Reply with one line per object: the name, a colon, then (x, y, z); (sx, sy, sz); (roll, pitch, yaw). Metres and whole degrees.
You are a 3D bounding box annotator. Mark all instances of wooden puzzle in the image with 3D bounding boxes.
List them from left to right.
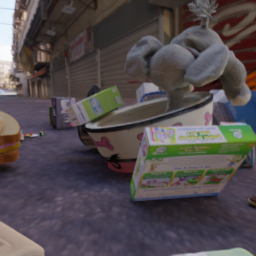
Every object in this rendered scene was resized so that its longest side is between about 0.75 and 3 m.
wooden puzzle: (-2.215, 1.153, 2.427); (2.042, 0.411, 2.207); (7, 5, 39)

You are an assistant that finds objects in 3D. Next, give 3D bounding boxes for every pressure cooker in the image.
pressure cooker: (-0.618, 0.011, 7.525); (1.182, 1.040, 1.056); (-2, 33, 32)

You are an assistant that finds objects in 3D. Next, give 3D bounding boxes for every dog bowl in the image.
dog bowl: (0.522, 0.052, 6.070); (2.762, 1.019, 2.762); (-15, 10, 3)

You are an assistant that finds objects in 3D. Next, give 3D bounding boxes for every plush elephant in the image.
plush elephant: (1.158, -1.138, 5.684); (2.054, 2.494, 1.931); (22, 53, 38)

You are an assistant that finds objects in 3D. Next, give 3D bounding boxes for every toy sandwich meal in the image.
toy sandwich meal: (-3.619, 0.384, 5.379); (2.915, 0.998, 2.915); (-3, 29, 2)

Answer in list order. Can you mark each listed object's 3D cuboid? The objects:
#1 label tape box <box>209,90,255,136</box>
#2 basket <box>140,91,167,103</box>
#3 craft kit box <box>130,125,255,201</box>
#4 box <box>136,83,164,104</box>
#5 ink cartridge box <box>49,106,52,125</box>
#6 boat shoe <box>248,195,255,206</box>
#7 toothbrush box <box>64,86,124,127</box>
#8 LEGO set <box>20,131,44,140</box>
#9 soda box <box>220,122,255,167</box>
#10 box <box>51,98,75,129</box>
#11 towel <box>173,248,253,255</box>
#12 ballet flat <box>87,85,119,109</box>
label tape box: (3.288, -0.345, 8.587); (0.679, 1.546, 2.144); (-36, 17, -12)
basket: (1.245, -0.529, 10.010); (2.025, 1.597, 2.296); (1, 6, 4)
craft kit box: (0.800, 0.523, 3.839); (1.396, 1.379, 0.339); (-1, 52, -12)
box: (1.485, -1.450, 15.382); (1.715, 1.706, 1.121); (-2, -15, -22)
ink cartridge box: (-2.510, -0.664, 13.760); (1.738, 0.891, 2.351); (2, 6, 15)
boat shoe: (2.101, 0.981, 3.901); (0.787, 0.283, 0.284); (3, 8, 22)
toothbrush box: (-0.802, -0.491, 6.531); (1.146, 0.493, 0.834); (-29, 9, -20)
LEGO set: (-3.642, 0.197, 9.344); (1.557, 0.382, 1.163); (-1, 8, 15)
soda box: (2.622, 0.329, 6.914); (0.697, 0.750, 2.192); (2, 8, 18)
box: (-2.727, -0.624, 11.858); (0.853, 1.291, 0.741); (-3, 10, -30)
towel: (0.223, 1.256, 1.802); (2.073, 0.318, 1.547); (-1, 9, -11)
ballet flat: (-0.389, -0.828, 11.936); (2.913, 0.827, 0.968); (28, 1, -22)
